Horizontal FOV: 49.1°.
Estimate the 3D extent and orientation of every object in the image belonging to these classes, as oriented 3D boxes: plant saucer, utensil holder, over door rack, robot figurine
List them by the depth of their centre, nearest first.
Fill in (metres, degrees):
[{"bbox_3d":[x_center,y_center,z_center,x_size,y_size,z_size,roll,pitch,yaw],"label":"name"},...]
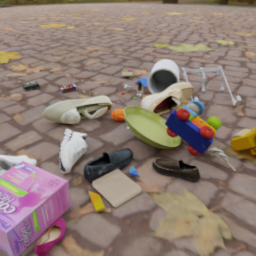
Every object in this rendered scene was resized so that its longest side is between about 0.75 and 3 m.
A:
[{"bbox_3d":[0.816,0.023,10.200,2.362,0.367,2.362,24,26,-13],"label":"plant saucer"},{"bbox_3d":[-0.282,-0.543,11.828,0.822,0.479,0.591,-5,-7,-7],"label":"robot figurine"},{"bbox_3d":[3.891,-1.915,13.826,2.178,0.982,2.948,-4,44,-3],"label":"over door rack"},{"bbox_3d":[1.839,-2.532,14.145,1.542,1.542,1.815,6,30,9],"label":"utensil holder"}]

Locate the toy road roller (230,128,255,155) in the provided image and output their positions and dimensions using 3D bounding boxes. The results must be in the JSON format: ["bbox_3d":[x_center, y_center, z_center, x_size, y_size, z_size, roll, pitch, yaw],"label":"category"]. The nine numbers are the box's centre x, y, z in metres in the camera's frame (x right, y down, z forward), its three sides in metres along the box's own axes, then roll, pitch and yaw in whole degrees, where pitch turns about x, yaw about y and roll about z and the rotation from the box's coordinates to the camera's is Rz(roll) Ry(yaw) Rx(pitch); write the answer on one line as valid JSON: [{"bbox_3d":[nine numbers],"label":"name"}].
[{"bbox_3d":[4.541,0.621,9.553,1.068,1.268,1.738,-24,2,-34],"label":"toy road roller"}]

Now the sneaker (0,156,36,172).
[{"bbox_3d":[-3.595,1.131,9.074,1.327,0.517,0.659,14,26,6],"label":"sneaker"}]

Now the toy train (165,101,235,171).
[{"bbox_3d":[2.805,0.198,9.770,2.769,1.172,1.602,39,48,15],"label":"toy train"}]

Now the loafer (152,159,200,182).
[{"bbox_3d":[1.512,1.200,8.798,1.551,0.553,0.566,12,33,19],"label":"loafer"}]

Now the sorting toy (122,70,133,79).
[{"bbox_3d":[-0.058,-3.090,16.366,0.581,0.204,1.204,-2,31,-3],"label":"sorting toy"}]

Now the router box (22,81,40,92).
[{"bbox_3d":[-5.151,-2.204,14.830,0.795,0.247,0.596,-16,34,-26],"label":"router box"}]

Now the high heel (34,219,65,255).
[{"bbox_3d":[-1.793,2.494,6.592,0.410,0.585,1.216,4,31,7],"label":"high heel"}]

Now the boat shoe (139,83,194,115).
[{"bbox_3d":[1.912,-1.175,12.455,2.821,1.040,0.976,-25,40,-20],"label":"boat shoe"}]

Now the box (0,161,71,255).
[{"bbox_3d":[-2.778,1.949,7.154,1.717,0.944,1.952,17,35,27],"label":"box"}]

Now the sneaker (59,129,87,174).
[{"bbox_3d":[-1.836,0.738,9.456,0.858,0.795,2.117,6,31,-6],"label":"sneaker"}]

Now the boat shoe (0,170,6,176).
[{"bbox_3d":[-4.117,1.677,8.115,1.326,0.410,0.497,-30,57,-28],"label":"boat shoe"}]

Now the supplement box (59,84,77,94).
[{"bbox_3d":[-3.133,-2.040,14.555,0.819,0.249,0.446,-18,35,-26],"label":"supplement box"}]

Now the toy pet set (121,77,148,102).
[{"bbox_3d":[0.534,-2.006,14.025,1.380,0.733,1.288,26,39,35],"label":"toy pet set"}]

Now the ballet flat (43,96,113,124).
[{"bbox_3d":[-1.971,-0.689,11.683,2.995,1.040,1.040,-18,35,-28],"label":"ballet flat"}]

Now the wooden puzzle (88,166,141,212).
[{"bbox_3d":[-0.351,1.770,8.217,1.807,0.211,1.219,-18,40,-27],"label":"wooden puzzle"}]

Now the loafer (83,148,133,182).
[{"bbox_3d":[-0.579,1.059,8.921,1.902,0.668,0.646,-24,39,-34],"label":"loafer"}]
